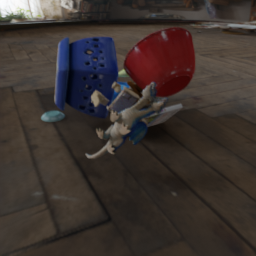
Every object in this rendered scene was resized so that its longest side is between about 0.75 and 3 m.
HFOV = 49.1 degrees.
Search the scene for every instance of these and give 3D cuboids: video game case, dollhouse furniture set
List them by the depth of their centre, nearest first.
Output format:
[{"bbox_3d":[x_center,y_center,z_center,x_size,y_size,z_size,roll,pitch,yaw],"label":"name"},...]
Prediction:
[{"bbox_3d":[-0.133,-0.596,7.912,1.639,0.849,0.725,29,22,-33],"label":"dollhouse furniture set"},{"bbox_3d":[0.793,-0.305,10.113,2.032,0.183,1.455,-16,-13,-28],"label":"video game case"}]

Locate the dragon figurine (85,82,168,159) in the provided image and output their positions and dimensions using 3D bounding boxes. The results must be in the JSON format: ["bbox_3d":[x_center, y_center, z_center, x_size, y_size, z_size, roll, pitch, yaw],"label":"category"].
[{"bbox_3d":[-0.046,0.027,7.878,1.460,2.938,0.865,-20,63,-48],"label":"dragon figurine"}]

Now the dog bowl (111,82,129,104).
[{"bbox_3d":[-0.807,-1.593,13.233,2.288,0.567,1.275,-18,36,-30],"label":"dog bowl"}]

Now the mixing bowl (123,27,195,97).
[{"bbox_3d":[1.368,-2.097,10.252,2.767,2.767,1.499,-13,68,-23],"label":"mixing bowl"}]

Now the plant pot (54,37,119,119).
[{"bbox_3d":[-1.729,-2.037,10.954,2.152,2.394,2.394,3,49,-14],"label":"plant pot"}]

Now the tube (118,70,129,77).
[{"bbox_3d":[0.582,-2.724,12.699,2.778,0.806,0.721,-12,47,46],"label":"tube"}]

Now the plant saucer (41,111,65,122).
[{"bbox_3d":[-3.126,-0.527,11.623,0.958,0.185,0.958,1,26,0],"label":"plant saucer"}]

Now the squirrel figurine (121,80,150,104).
[{"bbox_3d":[0.607,-1.696,12.359,1.397,1.303,0.988,52,46,5],"label":"squirrel figurine"}]

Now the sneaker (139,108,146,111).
[{"bbox_3d":[0.524,-0.409,11.165,0.473,0.425,1.150,23,40,29],"label":"sneaker"}]
